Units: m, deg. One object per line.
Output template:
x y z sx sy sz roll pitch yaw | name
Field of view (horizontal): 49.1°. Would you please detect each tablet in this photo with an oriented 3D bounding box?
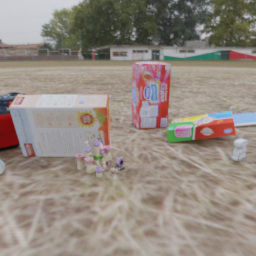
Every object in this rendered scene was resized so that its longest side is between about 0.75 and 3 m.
4.823 -0.343 11.915 2.509 0.171 1.633 -4 16 -17 | tablet

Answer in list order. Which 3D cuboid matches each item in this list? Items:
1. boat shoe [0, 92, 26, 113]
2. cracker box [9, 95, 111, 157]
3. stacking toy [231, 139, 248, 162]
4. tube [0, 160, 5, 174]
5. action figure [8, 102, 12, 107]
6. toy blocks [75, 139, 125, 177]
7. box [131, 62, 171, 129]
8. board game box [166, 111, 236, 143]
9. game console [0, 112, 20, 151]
-4.366 -0.992 12.236 0.961 1.232 2.715 9 18 29 | boat shoe
-1.777 -0.041 7.841 2.537 1.699 0.732 0 36 0 | cracker box
4.372 0.707 7.611 2.623 0.616 1.978 -10 20 -37 | stacking toy
-3.659 0.878 7.383 0.592 0.385 1.530 -10 13 -38 | tube
-3.931 -0.211 8.771 2.858 1.415 0.933 -2 51 -24 | action figure
-0.715 0.665 7.153 0.979 0.824 0.915 14 21 39 | toy blocks
0.850 -1.306 11.018 1.244 2.496 1.192 -4 18 -14 | box
2.501 -0.049 9.601 2.122 0.428 1.624 -8 13 19 | board game box
-4.539 0.140 8.205 2.312 1.992 1.372 -15 48 -42 | game console
